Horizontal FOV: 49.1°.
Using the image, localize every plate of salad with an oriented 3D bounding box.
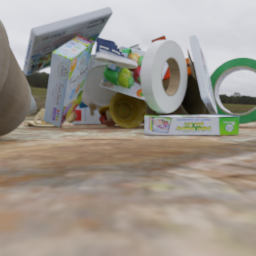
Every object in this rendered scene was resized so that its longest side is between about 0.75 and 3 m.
[{"bbox_3d":[-0.866,-1.907,11.854,2.887,2.887,0.693,0,39,0],"label":"plate of salad"}]

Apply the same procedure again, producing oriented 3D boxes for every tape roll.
[{"bbox_3d":[4.533,-1.468,11.390,2.652,2.652,0.638,2,2,32],"label":"tape roll"},{"bbox_3d":[1.219,-1.637,9.061,0.426,2.330,2.330,6,6,37],"label":"tape roll"}]

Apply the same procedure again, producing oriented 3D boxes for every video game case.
[{"bbox_3d":[2.837,-1.870,10.452,0.288,2.431,2.213,-14,-19,22],"label":"video game case"},{"bbox_3d":[-2.202,-3.030,9.919,2.941,0.324,2.681,-31,-1,-30],"label":"video game case"}]

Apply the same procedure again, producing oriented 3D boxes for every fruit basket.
[{"bbox_3d":[0.246,-2.068,10.181,2.109,1.954,0.989,18,-18,22],"label":"fruit basket"}]

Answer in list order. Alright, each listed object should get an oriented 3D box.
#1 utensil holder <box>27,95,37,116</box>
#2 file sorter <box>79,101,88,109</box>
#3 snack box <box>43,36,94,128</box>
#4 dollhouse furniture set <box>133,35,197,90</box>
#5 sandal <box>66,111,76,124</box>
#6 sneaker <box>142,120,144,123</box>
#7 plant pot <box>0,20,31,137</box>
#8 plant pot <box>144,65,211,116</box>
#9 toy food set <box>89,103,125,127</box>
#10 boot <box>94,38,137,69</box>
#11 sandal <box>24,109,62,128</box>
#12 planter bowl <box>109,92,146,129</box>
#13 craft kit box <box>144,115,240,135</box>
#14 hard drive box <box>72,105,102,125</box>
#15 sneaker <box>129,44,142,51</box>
[{"bbox_3d":[-4.130,-0.783,10.433,1.122,0.954,0.954,-30,20,-33],"label":"utensil holder"},{"bbox_3d":[-1.620,-1.721,12.997,1.557,0.956,1.081,-12,-39,-14],"label":"file sorter"},{"bbox_3d":[-2.012,-1.554,9.470,0.691,2.608,1.855,22,36,2],"label":"snack box"},{"bbox_3d":[1.316,-2.460,10.778,2.247,1.158,2.223,-16,41,20],"label":"dollhouse furniture set"},{"bbox_3d":[-2.829,-1.029,11.982,0.705,1.922,0.632,-40,-35,10],"label":"sandal"},{"bbox_3d":[0.484,-0.866,16.554,1.118,1.164,2.968,-4,5,-40],"label":"sneaker"},{"bbox_3d":[-3.204,-0.870,5.356,2.848,2.848,2.472,0,-13,7],"label":"plant pot"},{"bbox_3d":[2.100,-1.239,12.736,2.893,2.893,2.510,-3,-13,-41],"label":"plant pot"},{"bbox_3d":[-0.474,-0.400,12.276,2.569,0.839,1.511,1,-18,-12],"label":"toy food set"},{"bbox_3d":[-0.360,-2.517,9.475,1.589,0.718,0.578,9,-8,-30],"label":"boot"},{"bbox_3d":[-3.710,-0.432,11.925,2.330,0.766,0.854,2,4,40],"label":"sandal"},{"bbox_3d":[-0.083,-0.686,10.742,1.474,1.474,0.614,-1,-3,-18],"label":"planter bowl"},{"bbox_3d":[1.679,-0.120,8.312,2.422,0.595,2.452,3,3,4],"label":"craft kit box"},{"bbox_3d":[-1.859,-0.909,14.175,1.923,1.499,0.739,-2,5,-20],"label":"hard drive box"},{"bbox_3d":[-0.475,-2.658,12.215,2.575,1.056,0.903,-20,14,29],"label":"sneaker"}]
